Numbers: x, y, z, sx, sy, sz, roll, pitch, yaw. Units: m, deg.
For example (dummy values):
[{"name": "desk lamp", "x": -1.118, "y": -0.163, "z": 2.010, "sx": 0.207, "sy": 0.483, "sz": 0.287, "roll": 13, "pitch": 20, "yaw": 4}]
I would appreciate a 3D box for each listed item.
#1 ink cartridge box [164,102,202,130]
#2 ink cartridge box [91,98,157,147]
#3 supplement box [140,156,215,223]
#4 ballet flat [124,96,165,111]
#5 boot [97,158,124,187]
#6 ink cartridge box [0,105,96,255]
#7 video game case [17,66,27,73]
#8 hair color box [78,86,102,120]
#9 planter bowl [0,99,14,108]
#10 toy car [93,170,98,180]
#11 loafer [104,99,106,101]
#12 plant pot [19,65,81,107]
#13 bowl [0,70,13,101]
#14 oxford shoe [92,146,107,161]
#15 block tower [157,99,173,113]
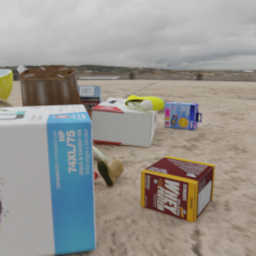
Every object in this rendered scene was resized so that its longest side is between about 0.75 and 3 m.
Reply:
[{"name": "ink cartridge box", "x": 2.404, "y": -0.526, "z": 12.059, "sx": 1.615, "sy": 1.102, "sz": 0.617, "roll": 7, "pitch": 14, "yaw": 27}, {"name": "ink cartridge box", "x": -0.020, "y": -0.323, "z": 10.665, "sx": 2.088, "sy": 1.212, "sz": 2.894, "roll": 6, "pitch": 13, "yaw": 8}, {"name": "supplement box", "x": 0.989, "y": 1.136, "z": 5.539, "sx": 1.106, "sy": 0.745, "sz": 1.122, "roll": 8, "pitch": 15, "yaw": 32}, {"name": "ballet flat", "x": 0.474, "y": -0.762, "z": 9.203, "sx": 1.534, "sy": 0.512, "sz": 0.514, "roll": 13, "pitch": 35, "yaw": 44}, {"name": "boot", "x": -0.404, "y": 0.916, "z": 6.571, "sx": 0.264, "sy": 0.699, "sz": 0.798, "roll": -14, "pitch": 15, "yaw": 22}, {"name": "ink cartridge box", "x": -1.973, "y": 0.729, "z": 4.496, "sx": 2.690, "sy": 1.964, "sz": 1.974, "roll": -3, "pitch": 12, "yaw": -13}, {"name": "video game case", "x": -3.553, "y": -1.544, "z": 12.711, "sx": 0.261, "sy": 2.140, "sz": 2.993, "roll": -40, "pitch": -12, "yaw": 6}, {"name": "hair color box", "x": -1.587, "y": -0.797, "z": 11.410, "sx": 1.032, "sy": 2.084, "sz": 0.632, "roll": 0, "pitch": 56, "yaw": -1}, {"name": "planter bowl", "x": -4.310, "y": -0.307, "z": 9.214, "sx": 1.024, "sy": 1.521, "sz": 1.521, "roll": -41, "pitch": 2, "yaw": 17}, {"name": "toy car", "x": -1.373, "y": 0.948, "z": 6.661, "sx": 0.266, "sy": 1.192, "sz": 1.121, "roll": -52, "pitch": 11, "yaw": -35}, {"name": "loafer", "x": -0.847, "y": -0.929, "z": 13.074, "sx": 2.542, "sy": 0.907, "sz": 0.928, "roll": -16, "pitch": 9, "yaw": -5}, {"name": "plant pot", "x": -2.554, "y": -0.772, "z": 9.406, "sx": 2.331, "sy": 2.308, "sz": 2.331, "roll": -1, "pitch": 26, "yaw": 0}, {"name": "bowl", "x": -5.926, "y": -1.202, "z": 11.079, "sx": 2.943, "sy": 1.584, "sz": 2.943, "roll": -6, "pitch": 23, "yaw": 2}, {"name": "oxford shoe", "x": -1.055, "y": 0.743, "z": 8.241, "sx": 0.368, "sy": 0.480, "sz": 1.276, "roll": -48, "pitch": 41, "yaw": -14}, {"name": "block tower", "x": 1.405, "y": -1.222, "z": 16.012, "sx": 2.612, "sy": 0.755, "sz": 0.705, "roll": -6, "pitch": 14, "yaw": -22}]
